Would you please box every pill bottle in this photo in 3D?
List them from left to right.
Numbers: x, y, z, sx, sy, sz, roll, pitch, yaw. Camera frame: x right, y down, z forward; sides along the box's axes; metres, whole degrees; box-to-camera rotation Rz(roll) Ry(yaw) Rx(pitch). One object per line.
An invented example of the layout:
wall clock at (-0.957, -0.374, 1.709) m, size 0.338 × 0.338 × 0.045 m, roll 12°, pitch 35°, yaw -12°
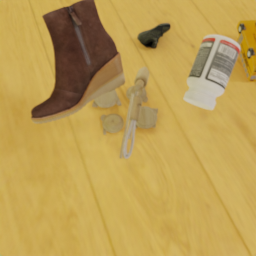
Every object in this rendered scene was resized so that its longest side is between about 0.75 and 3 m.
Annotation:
pill bottle at (2.387, -1.586, 8.178) m, size 1.123 × 1.123 × 1.939 m, roll 22°, pitch 92°, yaw 12°

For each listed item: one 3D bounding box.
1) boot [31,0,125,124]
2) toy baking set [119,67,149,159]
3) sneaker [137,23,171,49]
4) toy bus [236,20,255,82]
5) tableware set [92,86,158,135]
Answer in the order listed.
boot at (-1.625, -1.668, 7.166) m, size 2.869 × 2.386 × 1.038 m, roll -30°, pitch 22°, yaw -13°
toy baking set at (0.202, -0.390, 6.949) m, size 0.308 × 2.034 × 2.650 m, roll 10°, pitch 22°, yaw 3°
sneaker at (1.209, -3.763, 11.594) m, size 1.493 × 0.571 × 0.855 m, roll -26°, pitch 66°, yaw -10°
toy bus at (4.880, -3.075, 10.973) m, size 0.801 × 0.963 × 2.460 m, roll -4°, pitch 62°, yaw -1°
tableware set at (-0.111, -0.720, 10.114) m, size 2.334 × 0.271 × 1.950 m, roll -8°, pitch 63°, yaw -5°
